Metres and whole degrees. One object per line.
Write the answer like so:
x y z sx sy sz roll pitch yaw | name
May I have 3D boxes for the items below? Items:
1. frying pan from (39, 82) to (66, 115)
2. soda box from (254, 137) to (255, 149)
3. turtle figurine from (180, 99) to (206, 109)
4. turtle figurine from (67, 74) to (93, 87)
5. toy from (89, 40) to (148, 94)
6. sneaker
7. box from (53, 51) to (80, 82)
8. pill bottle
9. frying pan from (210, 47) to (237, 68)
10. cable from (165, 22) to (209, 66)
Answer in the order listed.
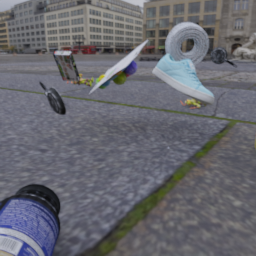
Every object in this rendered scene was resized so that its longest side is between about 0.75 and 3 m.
-2.144 -0.929 7.740 0.226 1.391 0.841 -31 -12 -30 | frying pan
5.212 0.489 8.873 2.104 0.674 0.713 4 18 13 | soda box
3.591 -1.399 15.194 1.167 0.466 1.447 -8 19 -25 | turtle figurine
-1.890 -1.830 11.045 0.935 0.373 1.159 10 27 5 | turtle figurine
-0.293 -2.078 10.661 2.831 0.668 1.630 -17 33 52 | toy
2.084 -1.888 10.162 2.851 1.168 1.054 40 18 34 | sneaker
-1.971 -1.967 9.025 0.586 1.065 0.185 7 51 15 | box
-1.676 1.720 4.179 1.146 1.146 2.050 0 18 1 | pill bottle
3.635 -2.624 10.872 0.662 1.095 0.178 -34 -4 36 | frying pan
2.368 -3.307 11.316 1.741 1.740 0.603 33 23 -25 | cable
